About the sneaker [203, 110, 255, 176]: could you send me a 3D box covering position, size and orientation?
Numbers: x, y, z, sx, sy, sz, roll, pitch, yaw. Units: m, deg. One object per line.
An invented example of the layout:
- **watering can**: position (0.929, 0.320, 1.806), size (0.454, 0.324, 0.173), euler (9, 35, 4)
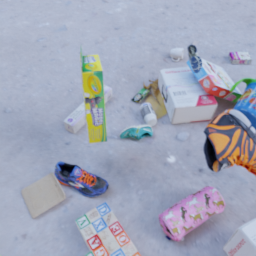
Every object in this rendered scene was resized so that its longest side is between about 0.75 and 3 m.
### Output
- **sneaker**: position (3.070, 0.950, 7.470), size (1.581, 1.095, 2.822), euler (-34, 71, -20)

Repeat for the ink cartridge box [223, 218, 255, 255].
- **ink cartridge box**: position (4.097, 3.953, 7.738), size (1.102, 1.909, 2.614), euler (-23, 54, -18)

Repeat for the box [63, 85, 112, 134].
- **box**: position (-1.755, -0.909, 12.700), size (0.552, 0.591, 2.852), euler (26, 56, 21)

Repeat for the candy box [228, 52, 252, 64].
- **candy box**: position (6.101, -3.818, 15.310), size (1.051, 0.321, 0.717), euler (0, 50, 0)

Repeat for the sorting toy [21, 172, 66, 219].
- **sorting toy**: position (-3.054, 2.415, 10.096), size (1.358, 0.248, 1.257), euler (-32, 56, -12)

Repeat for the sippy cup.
- **sippy cup**: position (5.467, -0.855, 11.963), size (2.420, 1.900, 1.774), euler (33, 67, 34)

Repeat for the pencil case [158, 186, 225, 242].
- **pencil case**: position (2.144, 2.821, 9.333), size (2.310, 0.957, 1.000), euler (-26, 97, -21)

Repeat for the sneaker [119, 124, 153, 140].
- **sneaker**: position (0.345, 0.237, 11.786), size (1.462, 0.566, 0.582), euler (-11, 59, -9)

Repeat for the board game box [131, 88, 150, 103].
- **board game box**: position (0.613, -1.557, 13.448), size (0.486, 0.109, 0.927), euler (19, 54, 38)

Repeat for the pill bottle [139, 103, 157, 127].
- **pill bottle**: position (0.903, -0.578, 12.428), size (0.570, 0.570, 1.003), euler (-11, 50, -9)

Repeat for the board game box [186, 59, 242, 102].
- **board game box**: position (3.982, -2.225, 12.826), size (2.510, 0.506, 1.921), euler (8, 48, -41)

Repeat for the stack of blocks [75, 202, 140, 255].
- **stack of blocks**: position (-0.646, 3.841, 8.569), size (1.533, 0.780, 2.662), euler (-26, 55, -20)

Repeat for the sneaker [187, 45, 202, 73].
- **sneaker**: position (2.204, -2.236, 9.276), size (0.383, 0.423, 0.994), euler (-9, 74, 6)

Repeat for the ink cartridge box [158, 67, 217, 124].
- **ink cartridge box**: position (2.626, -1.545, 12.854), size (1.946, 1.129, 2.637), euler (-6, 48, -7)

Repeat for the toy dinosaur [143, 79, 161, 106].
- **toy dinosaur**: position (1.198, -1.920, 13.586), size (0.955, 0.543, 1.798), euler (7, 51, 5)

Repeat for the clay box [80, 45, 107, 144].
- **clay box**: position (-1.139, -1.131, 9.168), size (0.682, 2.864, 1.646), euler (-5, 32, -9)

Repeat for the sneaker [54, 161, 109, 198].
- **sneaker**: position (-1.773, 1.841, 10.194), size (2.233, 0.876, 0.841), euler (15, 53, 12)

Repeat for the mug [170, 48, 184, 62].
- **mug**: position (2.651, -4.002, 15.376), size (0.670, 0.564, 0.764), euler (9, 81, 17)
